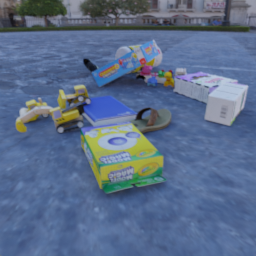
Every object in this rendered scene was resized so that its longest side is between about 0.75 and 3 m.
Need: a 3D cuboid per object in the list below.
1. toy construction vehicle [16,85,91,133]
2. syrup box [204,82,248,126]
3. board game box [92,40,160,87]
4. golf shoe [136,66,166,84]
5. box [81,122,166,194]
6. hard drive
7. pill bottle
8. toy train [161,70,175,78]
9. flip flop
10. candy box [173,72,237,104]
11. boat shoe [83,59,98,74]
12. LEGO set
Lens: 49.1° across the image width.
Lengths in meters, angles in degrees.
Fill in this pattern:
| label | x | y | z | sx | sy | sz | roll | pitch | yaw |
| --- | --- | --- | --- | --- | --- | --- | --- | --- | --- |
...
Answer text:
| label | x | y | z | sx | sy | sz | roll | pitch | yaw |
| --- | --- | --- | --- | --- | --- | --- | --- | --- | --- |
| toy construction vehicle | -2.408 | -0.719 | 9.279 | 2.504 | 0.882 | 2.180 | -14 | 32 | -12 |
| syrup box | 3.564 | -0.937 | 10.050 | 0.921 | 0.891 | 2.262 | 17 | 28 | 28 |
| board game box | -0.022 | -3.292 | 14.120 | 2.784 | 0.795 | 2.843 | -23 | 13 | 25 |
| golf shoe | 1.210 | -2.517 | 14.307 | 1.690 | 0.614 | 0.778 | 23 | 69 | 22 |
| box | -0.211 | 0.627 | 6.857 | 1.505 | 0.621 | 2.566 | -8 | 26 | -18 |
| hard drive | -0.871 | -0.648 | 10.158 | 1.559 | 0.300 | 2.363 | -10 | 25 | -24 |
| pill bottle | 0.689 | -4.188 | 16.842 | 2.681 | 1.532 | 1.532 | -19 | 30 | -37 |
| toy train | 2.196 | -2.692 | 14.743 | 1.183 | 0.501 | 0.685 | 5 | 34 | 14 |
| flip flop | 0.547 | -0.301 | 8.929 | 2.215 | 0.638 | 0.898 | -16 | 28 | -34 |
| candy box | 3.351 | -1.809 | 12.278 | 1.749 | 0.746 | 2.085 | -15 | 28 | -30 |
| boat shoe | -2.171 | -3.536 | 16.155 | 0.452 | 0.541 | 1.451 | 13 | 33 | -53 |
| LEGO set | 1.680 | -2.518 | 13.356 | 2.287 | 0.939 | 0.872 | 4 | 66 | 7 |
